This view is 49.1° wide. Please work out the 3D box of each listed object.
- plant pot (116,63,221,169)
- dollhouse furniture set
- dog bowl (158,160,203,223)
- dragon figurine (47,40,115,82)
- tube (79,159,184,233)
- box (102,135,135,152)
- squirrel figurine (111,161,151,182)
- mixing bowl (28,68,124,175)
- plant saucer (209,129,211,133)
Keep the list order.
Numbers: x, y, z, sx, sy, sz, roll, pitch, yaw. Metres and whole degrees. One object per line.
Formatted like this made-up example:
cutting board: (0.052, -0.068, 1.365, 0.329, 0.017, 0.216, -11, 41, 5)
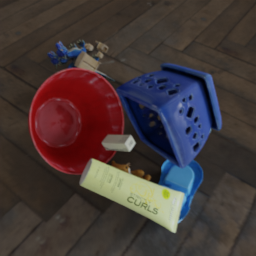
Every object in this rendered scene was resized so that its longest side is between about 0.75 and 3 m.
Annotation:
plant pot: (1.396, -0.582, 8.656, 2.152, 2.394, 2.394, -37, 36, -15)
dollhouse furniture set: (-1.541, -2.416, 10.027, 0.725, 0.849, 1.639, 35, 97, 36)
dog bowl: (1.398, 1.909, 8.474, 1.275, 0.567, 2.288, 21, 53, 21)
dragon figurine: (-1.759, -2.262, 10.598, 0.865, 2.938, 1.460, -8, 53, 33)
tube: (0.173, 1.633, 7.091, 2.778, 0.806, 0.721, 27, 15, -13)
box: (-0.261, 0.397, 7.374, 0.853, 0.292, 0.351, 1, 41, 42)
squirrel figurine: (-0.194, 1.588, 8.108, 1.397, 1.303, 0.988, -24, 37, 36)
mixing bowl: (-1.638, -0.147, 7.829, 1.499, 2.767, 2.767, -2, 37, 51)
plant saucer: (2.607, -0.093, 10.381, 0.958, 0.185, 0.958, 0, 52, 0)
